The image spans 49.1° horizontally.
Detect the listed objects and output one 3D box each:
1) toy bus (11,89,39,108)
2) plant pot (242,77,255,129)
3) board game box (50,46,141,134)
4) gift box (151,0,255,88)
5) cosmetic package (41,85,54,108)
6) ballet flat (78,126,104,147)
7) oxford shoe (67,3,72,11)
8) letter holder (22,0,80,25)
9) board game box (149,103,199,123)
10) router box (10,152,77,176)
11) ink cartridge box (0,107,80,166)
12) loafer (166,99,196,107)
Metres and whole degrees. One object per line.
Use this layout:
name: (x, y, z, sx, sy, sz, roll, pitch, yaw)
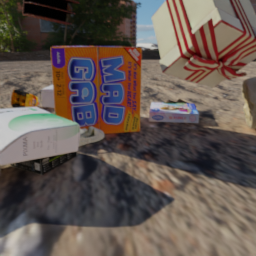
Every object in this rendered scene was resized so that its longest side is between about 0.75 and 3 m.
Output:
toy bus: (-4.286, -1.149, 12.024, 1.166, 0.791, 1.119, 17, 8, 39)
plant pot: (4.902, -0.884, 8.837, 2.234, 2.441, 2.441, -8, 15, 15)
board game box: (-1.161, -1.390, 9.385, 2.592, 2.594, 2.592, -4, 17, -13)
gift box: (2.495, -2.964, 8.509, 2.675, 2.707, 2.899, 5, -27, -29)
cosmetic package: (-3.127, -1.499, 12.828, 1.055, 0.832, 1.961, 3, 15, 2)
ballet flat: (-1.138, 0.204, 7.854, 0.492, 0.492, 1.372, 13, 21, 36)
oxford shoe: (-2.817, -5.066, 11.252, 1.222, 0.516, 0.444, 36, -14, -21)
letter holder: (-2.462, -3.872, 9.062, 1.521, 0.765, 1.081, -3, 20, -40)
board game box: (1.709, -0.607, 10.681, 1.753, 0.362, 1.757, 2, 17, 6)
router box: (-1.963, 0.613, 6.614, 0.944, 0.391, 1.260, 9, 19, 26)
ink cartridge box: (-2.908, 0.129, 6.007, 2.967, 0.743, 2.388, -6, 17, -40)
loafer: (2.192, -0.970, 11.695, 1.323, 0.470, 0.483, 2, 17, 5)
